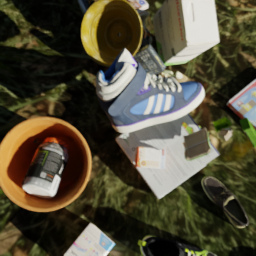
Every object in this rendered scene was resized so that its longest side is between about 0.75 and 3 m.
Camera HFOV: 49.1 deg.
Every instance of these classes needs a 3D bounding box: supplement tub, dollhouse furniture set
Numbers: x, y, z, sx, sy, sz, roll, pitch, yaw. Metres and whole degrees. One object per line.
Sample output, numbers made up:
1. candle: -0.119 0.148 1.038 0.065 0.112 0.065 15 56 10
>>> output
1. supplement tub: -2.157 1.055 7.517 0.895 0.895 1.461 12 58 5
2. dollhouse furniture set: 2.395 0.392 7.399 1.839 0.710 0.919 -26 36 25

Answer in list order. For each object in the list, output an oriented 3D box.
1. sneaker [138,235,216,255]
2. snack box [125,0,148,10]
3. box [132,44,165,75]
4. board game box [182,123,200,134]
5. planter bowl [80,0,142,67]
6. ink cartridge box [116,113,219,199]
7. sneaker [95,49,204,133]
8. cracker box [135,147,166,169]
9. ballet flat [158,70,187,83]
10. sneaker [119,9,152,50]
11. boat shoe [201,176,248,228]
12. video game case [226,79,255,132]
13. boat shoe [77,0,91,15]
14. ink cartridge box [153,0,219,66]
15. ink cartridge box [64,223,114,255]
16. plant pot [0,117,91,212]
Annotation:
1. sneaker: 1.373 3.449 7.315 2.352 0.974 0.843 14 68 6
2. snack box: -0.002 -5.472 11.455 0.709 0.240 1.973 -29 70 -12
3. box: 0.459 -1.997 8.775 0.905 1.148 0.293 49 50 -25
4. board game box: 1.096 0.004 9.017 2.122 0.505 1.078 27 70 11
5. planter bowl: -0.372 -2.674 7.971 1.826 0.760 1.826 5 105 19
6. ink cartridge box: 1.126 0.577 8.279 2.197 0.476 2.157 -35 82 -1
7. sneaker: 0.549 -1.162 7.193 2.782 2.037 1.121 -21 36 -1
8. cracker box: 0.616 0.846 7.773 0.825 0.238 0.553 7 81 -14
9. ballet flat: 1.588 -1.835 9.878 1.053 0.344 0.371 7 68 3
10. sneaker: 0.242 -2.769 9.485 1.029 1.016 2.591 1 91 16
11. boat shoe: 2.851 2.078 8.115 0.635 0.562 1.735 -36 72 -14
12. video game case: 5.096 -0.385 9.316 2.119 0.259 2.964 -37 72 -14
13. boat shoe: -1.668 -5.073 11.139 0.644 0.502 1.419 -21 67 -4
14. ink cartridge box: 1.723 -3.170 8.897 1.050 2.499 1.818 -9 92 -12
15. ink cartridge box: -1.087 3.341 7.453 0.823 0.802 1.281 37 71 14
16. plant pot: -2.125 0.963 7.778 2.365 1.656 2.365 0 85 -1
